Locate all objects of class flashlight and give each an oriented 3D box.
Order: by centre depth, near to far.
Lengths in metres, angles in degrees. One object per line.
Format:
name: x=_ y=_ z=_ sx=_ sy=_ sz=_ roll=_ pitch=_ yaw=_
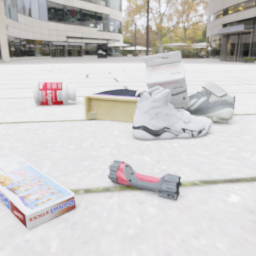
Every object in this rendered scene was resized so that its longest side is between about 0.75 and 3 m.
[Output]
flashlight: x=0.318 y=0.983 z=5.537 sx=1.449 sy=0.491 sz=0.492 roll=6 pitch=25 yaw=26

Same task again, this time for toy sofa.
toy sofa: x=-0.424 y=-0.776 z=10.740 sx=2.376 sy=0.984 sz=1.160 roll=6 pitch=18 yaw=20

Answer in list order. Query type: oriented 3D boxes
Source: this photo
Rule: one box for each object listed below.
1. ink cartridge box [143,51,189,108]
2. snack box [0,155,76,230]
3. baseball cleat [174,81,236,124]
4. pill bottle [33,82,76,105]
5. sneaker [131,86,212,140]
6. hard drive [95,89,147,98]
ink cartridge box: x=1.308 y=-1.489 z=9.414 sx=1.256 sy=0.723 sz=2.168 roll=-7 pitch=-29 yaw=15
snack box: x=-2.091 y=1.102 z=5.451 sx=0.909 sy=0.308 sz=2.530 roll=-15 pitch=22 yaw=-41
baseball cleat: x=2.502 y=-1.027 z=10.580 sx=2.921 sy=1.554 sz=1.018 roll=8 pitch=1 yaw=8
pill bottle: x=-3.526 y=-1.677 z=13.598 sx=1.979 sy=1.111 sz=1.111 roll=-2 pitch=16 yaw=-9
sneaker: x=1.419 y=-0.502 z=8.748 sx=2.698 sy=1.551 sz=1.014 roll=-4 pitch=17 yaw=-14
hard drive: x=-0.413 y=-1.455 z=13.704 sx=1.971 sy=0.618 sz=2.922 roll=11 pitch=20 yaw=34
